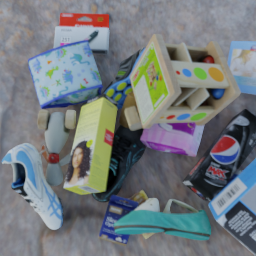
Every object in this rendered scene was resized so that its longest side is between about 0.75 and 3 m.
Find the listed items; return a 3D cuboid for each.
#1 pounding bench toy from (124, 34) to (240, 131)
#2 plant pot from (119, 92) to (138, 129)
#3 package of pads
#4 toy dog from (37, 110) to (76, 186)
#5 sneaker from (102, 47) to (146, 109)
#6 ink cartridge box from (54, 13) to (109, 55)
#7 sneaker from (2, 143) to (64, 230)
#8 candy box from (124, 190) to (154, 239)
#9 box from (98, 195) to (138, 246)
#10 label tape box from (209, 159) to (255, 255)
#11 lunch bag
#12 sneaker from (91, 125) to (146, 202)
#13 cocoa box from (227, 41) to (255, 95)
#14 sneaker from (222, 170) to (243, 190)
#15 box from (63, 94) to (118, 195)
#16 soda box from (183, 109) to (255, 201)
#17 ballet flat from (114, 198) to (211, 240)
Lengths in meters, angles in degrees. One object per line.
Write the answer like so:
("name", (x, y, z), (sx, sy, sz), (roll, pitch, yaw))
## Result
("pounding bench toy", (1.191, -0.828, 7.162), (1.962, 2.515, 1.563), (-2, 63, -24))
("plant pot", (0.182, -0.571, 8.354), (0.864, 0.864, 0.927), (4, 121, 1))
("package of pads", (1.529, -0.552, 8.330), (1.598, 1.004, 2.653), (12, 75, 24))
("toy dog", (-2.156, 0.451, 8.418), (1.501, 1.096, 2.276), (25, 92, -2))
("sneaker", (0.012, -1.545, 8.848), (0.851, 0.995, 2.401), (38, 93, -27))
("ink cartridge box", (-1.531, -3.269, 9.436), (1.772, 0.386, 1.538), (2, 79, 0))
("sneaker", (-2.549, 1.713, 7.566), (0.958, 0.950, 2.644), (-35, 114, -41))
("candy box", (0.462, 2.502, 8.145), (0.687, 0.329, 1.190), (-32, 80, -8))
("box", (-0.275, 2.610, 7.868), (0.822, 0.220, 1.357), (16, 104, 0))
("label tape box", (3.799, 2.256, 6.801), (2.919, 0.965, 2.091), (42, 99, -2))
("lunch bag", (-1.930, -1.562, 8.617), (1.930, 1.230, 1.641), (-17, 78, -14))
("sneaker", (-0.198, 0.857, 8.139), (1.055, 1.109, 2.798), (23, 77, 6))
("cocoa box", (3.996, -1.622, 7.788), (2.135, 1.401, 1.424), (17, 110, 36))
("sneaker", (3.681, 2.354, 7.901), (2.440, 0.958, 1.088), (40, 79, 16))
("box", (-0.957, 0.403, 7.604), (0.991, 0.660, 2.634), (-18, 52, 36))
("soda box", (2.825, 0.799, 8.194), (0.869, 0.971, 2.745), (39, 80, 8))
("ballet flat", (0.931, 2.415, 7.562), (2.842, 0.957, 1.000), (12, 60, -18))
